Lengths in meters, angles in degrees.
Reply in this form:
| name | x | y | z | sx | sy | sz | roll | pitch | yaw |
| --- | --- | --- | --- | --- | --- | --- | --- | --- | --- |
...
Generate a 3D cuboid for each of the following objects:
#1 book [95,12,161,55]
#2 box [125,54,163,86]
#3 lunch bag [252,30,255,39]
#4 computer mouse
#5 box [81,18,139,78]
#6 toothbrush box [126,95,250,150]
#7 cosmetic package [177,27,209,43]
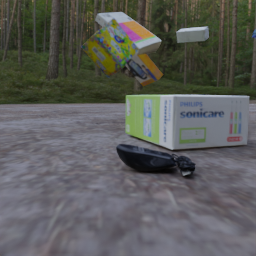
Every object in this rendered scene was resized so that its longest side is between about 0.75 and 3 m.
| name | x | y | z | sx | sy | sz | roll | pitch | yaw |
| --- | --- | --- | --- | --- | --- | --- | --- | --- | --- |
| book | 0.012 | -3.337 | 9.734 | 1.999 | 0.480 | 1.336 | 44 | 41 | 15 |
| box | 0.409 | -2.941 | 12.554 | 0.464 | 2.235 | 1.331 | -51 | 17 | -20 |
| lunch bag | 4.515 | -2.732 | 7.794 | 1.386 | 1.039 | 1.630 | 26 | -16 | -2 |
| computer mouse | 0.322 | 0.443 | 3.602 | 1.013 | 0.267 | 0.701 | 12 | 5 | 5 |
| box | -0.476 | -2.237 | 7.841 | 0.686 | 1.125 | 1.083 | -23 | 25 | 48 |
| toothbrush box | 1.121 | -0.233 | 6.115 | 1.696 | 1.003 | 2.329 | -2 | 5 | -22 |
| cosmetic package | 2.044 | -2.945 | 8.853 | 0.898 | 0.364 | 0.507 | 3 | 30 | 28 |
